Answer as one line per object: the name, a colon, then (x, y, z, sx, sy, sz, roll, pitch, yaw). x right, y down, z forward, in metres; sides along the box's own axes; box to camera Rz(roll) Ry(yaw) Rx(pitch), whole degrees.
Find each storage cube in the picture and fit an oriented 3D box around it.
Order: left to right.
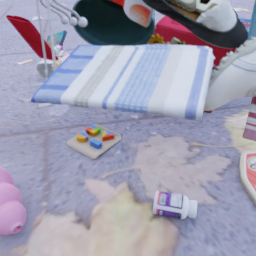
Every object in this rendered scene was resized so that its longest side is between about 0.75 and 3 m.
storage cube: (2.184, -2.401, 9.644, 2.480, 2.759, 2.359, 20, 38, 11)

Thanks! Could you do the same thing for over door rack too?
over door rack: (-1.763, -2.202, 6.746, 0.995, 2.988, 2.207, 2, 19, -24)

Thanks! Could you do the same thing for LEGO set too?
LEGO set: (-1.669, -1.393, 7.322, 0.564, 1.516, 0.697, -21, 63, -29)

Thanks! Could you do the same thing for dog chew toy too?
dog chew toy: (-2.667, 1.494, 5.695, 1.028, 1.028, 1.650, -30, 52, -35)

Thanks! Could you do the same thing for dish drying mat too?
dish drying mat: (-2.642, -2.502, 7.980, 0.739, 1.923, 0.175, 19, 77, 13)

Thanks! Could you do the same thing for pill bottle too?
pill bottle: (0.983, 1.632, 5.874, 0.870, 0.485, 0.485, 8, 36, 11)

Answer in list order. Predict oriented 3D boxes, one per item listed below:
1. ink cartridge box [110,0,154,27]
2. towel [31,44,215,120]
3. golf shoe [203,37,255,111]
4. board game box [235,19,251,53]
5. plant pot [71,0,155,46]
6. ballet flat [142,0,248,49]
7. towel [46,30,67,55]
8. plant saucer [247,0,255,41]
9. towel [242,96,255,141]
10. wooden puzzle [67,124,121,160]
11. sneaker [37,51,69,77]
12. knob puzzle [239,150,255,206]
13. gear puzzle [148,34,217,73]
ink cartridge box: (0.040, -3.148, 6.772, 1.298, 1.052, 0.325, 26, 68, 2)
towel: (0.012, -0.793, 4.295, 2.457, 0.293, 1.805, 6, 42, 17)
golf shoe: (2.615, -0.947, 4.928, 2.988, 1.170, 1.453, -33, 76, 5)
board game box: (3.980, -3.376, 11.281, 1.996, 2.949, 0.508, 12, 81, 17)
plant pot: (-0.387, -4.087, 9.318, 2.714, 2.714, 1.818, 5, 69, 6)
ballet flat: (1.336, -2.297, 5.409, 2.456, 0.840, 0.835, 25, 79, -2)
towel: (-2.425, -2.698, 9.042, 1.109, 0.813, 0.120, 7, -13, 46)
plant saucer: (3.917, -3.237, 8.053, 0.199, 2.101, 0.735, -14, 32, -26)
towel: (2.816, -0.221, 5.670, 0.784, 1.089, 0.124, 16, -3, -1)
wooden puzzle: (-0.957, 0.302, 7.948, 1.099, 0.275, 1.186, 23, 41, 28)
sneaker: (-2.399, -2.598, 11.481, 2.459, 0.925, 1.285, 10, 41, 21)
knob puzzle: (3.873, 1.186, 6.584, 2.901, 0.402, 2.901, 0, 35, 0)
gear puzzle: (1.352, -1.597, 7.242, 0.305, 1.207, 2.330, -27, 62, -40)
